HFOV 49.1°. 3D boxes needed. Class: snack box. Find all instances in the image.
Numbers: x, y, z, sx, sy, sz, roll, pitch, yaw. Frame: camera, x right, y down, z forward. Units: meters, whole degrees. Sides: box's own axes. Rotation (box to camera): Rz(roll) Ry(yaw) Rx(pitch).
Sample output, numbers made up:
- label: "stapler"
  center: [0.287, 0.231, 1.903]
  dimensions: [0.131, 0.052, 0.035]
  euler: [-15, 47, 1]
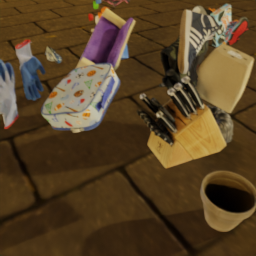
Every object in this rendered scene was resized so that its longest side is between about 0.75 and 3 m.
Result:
- label: "snack box"
  center: [3.518, -3.841, 10.580]
  dimensions: [0.789, 1.359, 0.252]
  euler: [-35, 48, -9]

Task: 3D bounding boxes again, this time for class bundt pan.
- label: "bundt pan"
  center: [3.062, -0.197, 10.846]
  dimensions: [2.090, 0.784, 2.090]
  euler: [0, 37, 0]

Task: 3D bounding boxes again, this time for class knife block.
- label: "knife block"
  center: [1.540, -0.309, 6.782]
  dimensions: [2.895, 2.542, 0.926]
  euler: [-11, 46, -30]

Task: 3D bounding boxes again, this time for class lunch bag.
- label: "lunch bag"
  center: [-1.174, -0.794, 7.378]
  dimensions: [1.705, 0.804, 2.127]
  euler: [-1, 48, 27]

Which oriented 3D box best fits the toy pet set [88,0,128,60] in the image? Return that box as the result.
- label: "toy pet set"
  center: [-0.747, -4.195, 12.244]
  dimensions: [1.340, 2.355, 2.523]
  euler: [-11, 8, -14]

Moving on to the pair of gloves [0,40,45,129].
- label: "pair of gloves"
  center: [-3.573, -1.474, 9.030]
  dimensions: [0.320, 2.256, 2.807]
  euler: [14, 45, 13]

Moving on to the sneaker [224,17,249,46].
- label: "sneaker"
  center: [3.365, -3.186, 8.970]
  dimensions: [0.513, 1.294, 0.618]
  euler: [-14, 78, -7]

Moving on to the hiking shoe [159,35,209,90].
- label: "hiking shoe"
  center: [1.849, -2.584, 9.542]
  dimensions: [1.480, 2.941, 1.114]
  euler: [18, -11, -43]

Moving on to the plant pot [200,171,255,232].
- label: "plant pot"
  center: [2.599, 2.091, 7.527]
  dimensions: [1.416, 1.229, 1.416]
  euler: [0, 37, 0]

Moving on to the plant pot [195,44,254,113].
- label: "plant pot"
  center: [3.480, -1.954, 10.186]
  dimensions: [1.857, 1.646, 1.859]
  euler: [32, 37, 15]

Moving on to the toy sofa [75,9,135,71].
- label: "toy sofa"
  center: [-0.795, -2.960, 9.882]
  dimensions: [1.112, 1.311, 2.686]
  euler: [28, 60, -19]

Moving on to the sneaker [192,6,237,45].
- label: "sneaker"
  center: [3.554, -4.291, 11.252]
  dimensions: [2.650, 1.023, 1.037]
  euler: [11, 45, -43]

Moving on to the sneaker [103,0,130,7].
- label: "sneaker"
  center: [-0.714, -5.457, 11.666]
  dimensions: [1.886, 0.899, 0.745]
  euler: [-14, 51, -14]

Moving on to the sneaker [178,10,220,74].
- label: "sneaker"
  center: [2.115, -2.551, 8.421]
  dimensions: [1.082, 0.699, 1.995]
  euler: [6, 81, -4]

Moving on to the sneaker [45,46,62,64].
- label: "sneaker"
  center: [-3.157, -2.954, 11.751]
  dimensions: [0.401, 0.444, 1.042]
  euler: [9, 35, -53]
